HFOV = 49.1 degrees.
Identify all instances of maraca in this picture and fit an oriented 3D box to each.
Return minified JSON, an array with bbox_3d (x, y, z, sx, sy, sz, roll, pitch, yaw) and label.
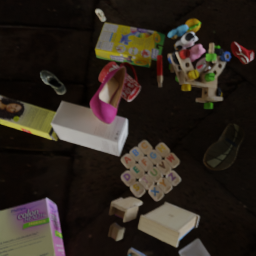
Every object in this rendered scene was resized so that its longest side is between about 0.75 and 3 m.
[{"bbox_3d":[2.930,-4.649,12.840,0.786,0.614,1.147,-21,21,22],"label":"maraca"}]

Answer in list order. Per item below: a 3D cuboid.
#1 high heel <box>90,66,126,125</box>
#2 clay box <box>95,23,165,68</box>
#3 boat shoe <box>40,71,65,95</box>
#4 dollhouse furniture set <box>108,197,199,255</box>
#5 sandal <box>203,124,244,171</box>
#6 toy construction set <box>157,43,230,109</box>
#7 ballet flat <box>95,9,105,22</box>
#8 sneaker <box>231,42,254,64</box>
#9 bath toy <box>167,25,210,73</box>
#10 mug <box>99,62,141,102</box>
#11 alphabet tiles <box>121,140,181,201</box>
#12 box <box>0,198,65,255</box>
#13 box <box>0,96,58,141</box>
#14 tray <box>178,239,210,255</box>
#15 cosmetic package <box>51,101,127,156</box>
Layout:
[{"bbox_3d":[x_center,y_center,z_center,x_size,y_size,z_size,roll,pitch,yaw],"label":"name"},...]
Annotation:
[{"bbox_3d":[-0.525,-1.224,9.825,0.979,2.908,1.395,35,113,-14],"label":"high heel"},{"bbox_3d":[0.116,-3.671,12.504,2.820,0.671,1.620,13,66,5],"label":"clay box"},{"bbox_3d":[-3.218,-2.024,11.870,0.541,0.459,1.486,-41,72,-17],"label":"boat shoe"},{"bbox_3d":[0.707,3.975,9.068,2.634,1.821,2.790,16,97,31],"label":"dollhouse furniture set"},{"bbox_3d":[3.579,0.761,10.557,0.992,0.663,2.428,36,56,8],"label":"sandal"},{"bbox_3d":[2.463,-1.865,11.079,2.940,2.452,2.259,5,98,40],"label":"toy construction set"},{"bbox_3d":[-1.338,-5.524,13.572,0.329,0.278,0.870,-27,68,-11],"label":"ballet flat"},{"bbox_3d":[5.166,-3.428,12.592,0.665,0.451,1.152,-25,80,-20],"label":"sneaker"},{"bbox_3d":[2.711,-3.306,12.172,0.881,1.036,2.383,-24,75,-39],"label":"bath toy"},{"bbox_3d":[-0.218,-1.984,11.499,1.533,1.023,1.360,41,100,13],"label":"mug"},{"bbox_3d":[0.825,1.533,10.339,2.109,0.154,2.062,-38,73,-12],"label":"alphabet tiles"},{"bbox_3d":[-3.354,3.974,8.631,2.491,1.369,2.831,-14,67,-7],"label":"box"},{"bbox_3d":[-3.940,-0.374,11.003,2.702,0.677,1.017,16,67,6],"label":"box"},{"bbox_3d":[2.392,4.514,9.046,0.846,0.175,1.576,-29,69,-12],"label":"tray"},{"bbox_3d":[-1.381,0.058,10.430,2.538,1.366,1.077,17,65,6],"label":"cosmetic package"}]
